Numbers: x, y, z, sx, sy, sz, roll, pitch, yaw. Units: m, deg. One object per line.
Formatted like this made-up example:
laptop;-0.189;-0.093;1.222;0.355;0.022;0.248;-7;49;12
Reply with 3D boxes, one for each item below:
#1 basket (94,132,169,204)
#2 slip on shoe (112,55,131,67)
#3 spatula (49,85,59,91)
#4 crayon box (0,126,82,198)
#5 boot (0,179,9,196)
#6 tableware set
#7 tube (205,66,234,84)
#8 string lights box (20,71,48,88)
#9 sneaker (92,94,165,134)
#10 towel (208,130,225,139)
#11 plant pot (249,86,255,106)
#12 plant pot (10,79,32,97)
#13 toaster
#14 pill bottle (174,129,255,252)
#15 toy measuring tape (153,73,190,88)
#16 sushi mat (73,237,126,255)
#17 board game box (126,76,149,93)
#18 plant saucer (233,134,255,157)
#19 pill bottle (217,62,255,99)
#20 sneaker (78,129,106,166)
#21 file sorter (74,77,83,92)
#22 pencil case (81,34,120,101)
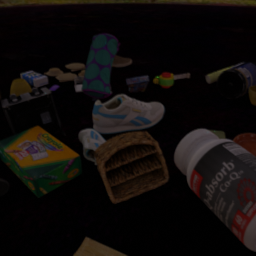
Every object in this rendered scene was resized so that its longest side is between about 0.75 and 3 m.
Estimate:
basket;0.082;0.954;7.553;1.738;1.241;1.295;-18;37;-11
slip on shoe;-0.941;-4.185;17.156;2.334;0.707;0.887;-2;30;-4
spatula;-3.936;-1.787;13.633;0.378;0.138;1.338;16;34;28
crayon box;-2.705;0.905;8.437;1.449;0.711;2.440;-27;40;-37
boot;-4.161;1.220;7.967;1.950;0.675;1.697;-3;31;0
tableware set;-3.184;-3.073;15.659;2.374;0.330;2.841;-18;34;-31
tube;4.982;-2.851;14.690;1.864;0.484;0.541;-21;74;-9
string lights box;-4.915;-2.556;14.658;1.407;0.415;0.723;23;37;33
sneaker;0.105;-0.634;10.620;2.955;1.193;1.130;-13;31;-23
towel;2.927;0.344;9.892;1.022;0.186;0.758;4;36;7
plant pot;5.784;-1.374;12.376;0.970;0.689;0.970;0;30;0
plant pot;-5.106;-1.904;13.256;1.010;0.717;1.010;0;31;0
toaster;-3.325;-0.395;9.837;1.647;1.822;1.081;-22;33;-19
pill bottle;2.483;1.303;6.785;1.670;1.670;2.884;-14;34;-23
toy measuring tape;2.297;-2.439;14.175;2.154;0.793;0.793;-10;32;-17
sushi mat;-0.518;2.781;5.883;1.281;0.078;0.613;15;33;23
board game box;0.363;-2.045;13.156;1.014;1.015;0.313;-4;68;-14
plant saucer;4.027;0.775;8.890;1.484;0.240;1.484;1;45;-1
pill bottle;5.466;-2.363;13.362;2.504;1.400;1.400;-26;39;-37
sneaker;-1.180;0.578;9.036;0.714;0.676;1.768;-18;35;-34
file sorter;-2.362;-2.185;13.939;0.578;0.518;0.832;-7;31;-13
pencil case;-1.196;-2.715;12.502;1.336;2.891;1.230;14;-16;-18
